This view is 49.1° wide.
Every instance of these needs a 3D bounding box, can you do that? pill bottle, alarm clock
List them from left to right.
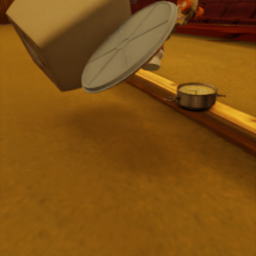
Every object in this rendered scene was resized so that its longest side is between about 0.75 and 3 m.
[{"bbox_3d":[0.699,-2.492,8.682,0.805,1.345,0.805,1,-12,0],"label":"pill bottle"},{"bbox_3d":[2.498,-1.232,11.176,2.360,0.785,1.592,-7,27,-18],"label":"alarm clock"}]

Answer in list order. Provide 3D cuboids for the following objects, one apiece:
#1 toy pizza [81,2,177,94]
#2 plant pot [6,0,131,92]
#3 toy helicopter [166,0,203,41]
[{"bbox_3d":[0.014,-1.680,6.080,2.596,0.411,2.596,-31,34,24],"label":"toy pizza"},{"bbox_3d":[-1.621,-2.685,7.926,2.444,2.757,2.761,-38,61,-15],"label":"plant pot"},{"bbox_3d":[1.678,-3.683,9.437,0.664,1.683,1.113,19,43,-28],"label":"toy helicopter"}]
